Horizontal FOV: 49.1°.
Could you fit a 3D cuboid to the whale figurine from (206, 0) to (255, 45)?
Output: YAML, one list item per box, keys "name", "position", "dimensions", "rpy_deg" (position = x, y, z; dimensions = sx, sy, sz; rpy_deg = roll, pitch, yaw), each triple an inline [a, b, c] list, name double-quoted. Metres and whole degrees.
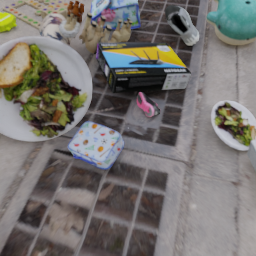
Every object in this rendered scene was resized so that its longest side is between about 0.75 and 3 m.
- name: "whale figurine"
  position: [4.178, -4.624, 10.845]
  dimensions: [2.262, 1.475, 2.843]
  rpy_deg: [-10, 66, -3]

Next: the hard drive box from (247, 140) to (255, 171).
- name: "hard drive box"
  position: [3.997, 1.104, 6.521]
  dimensions: [1.576, 0.777, 2.023]
  rpy_deg: [-16, 55, 5]

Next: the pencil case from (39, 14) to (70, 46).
- name: "pencil case"
  position: [-2.635, -2.749, 9.885]
  dimensions: [1.133, 1.302, 2.912]
  rpy_deg: [14, 45, -26]

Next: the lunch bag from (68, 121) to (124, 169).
- name: "lunch bag"
  position: [-0.873, 0.462, 7.387]
  dimensions: [1.363, 0.515, 1.092]
  rpy_deg: [18, 65, 28]

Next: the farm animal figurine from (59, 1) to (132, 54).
- name: "farm animal figurine"
  position: [-1.138, -3.452, 10.277]
  dimensions: [2.533, 1.321, 2.506]
  rpy_deg: [15, 37, -13]

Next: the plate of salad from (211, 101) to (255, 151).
- name: "plate of salad"
  position: [3.076, -0.131, 7.874]
  dimensions: [1.592, 0.382, 1.592]
  rpy_deg: [8, 62, -15]

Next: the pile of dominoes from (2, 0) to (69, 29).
- name: "pile of dominoes"
  position: [-3.906, -5.524, 12.656]
  dimensions: [2.999, 0.477, 2.337]
  rpy_deg: [33, 57, 24]

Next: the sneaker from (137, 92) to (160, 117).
- name: "sneaker"
  position: [0.646, -0.734, 8.691]
  dimensions: [0.500, 0.414, 1.048]
  rpy_deg: [-7, 47, -29]

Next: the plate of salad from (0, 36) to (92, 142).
- name: "plate of salad"
  position: [-2.212, -0.809, 7.013]
  dimensions: [2.850, 2.850, 0.685]
  rpy_deg: [-21, 37, -17]

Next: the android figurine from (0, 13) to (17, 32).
- name: "android figurine"
  position: [-5.454, -4.466, 11.854]
  dimensions: [1.596, 0.328, 1.452]
  rpy_deg: [22, 53, 19]

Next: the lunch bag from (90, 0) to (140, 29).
- name: "lunch bag"
  position: [-0.588, -5.019, 11.770]
  dimensions: [2.041, 1.300, 1.735]
  rpy_deg: [-8, 50, 6]

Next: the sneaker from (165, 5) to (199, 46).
- name: "sneaker"
  position: [1.909, -4.227, 10.802]
  dimensions: [0.808, 1.244, 2.154]
  rpy_deg: [-41, 61, 23]

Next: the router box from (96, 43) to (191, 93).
- name: "router box"
  position: [0.451, -2.055, 9.245]
  dimensions: [2.619, 0.669, 1.954]
  rpy_deg: [-7, 47, -22]
